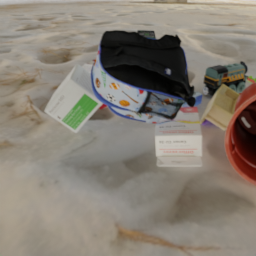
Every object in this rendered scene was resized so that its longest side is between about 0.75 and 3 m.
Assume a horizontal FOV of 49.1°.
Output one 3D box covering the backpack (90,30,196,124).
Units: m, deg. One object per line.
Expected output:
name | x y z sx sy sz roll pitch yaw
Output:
backpack | 0.281 -1.572 8.346 2.748 2.223 2.885 15 46 -20

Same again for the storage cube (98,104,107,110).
storage cube | -1.142 -1.581 11.672 1.251 1.125 1.070 24 38 36

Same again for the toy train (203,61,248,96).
toy train | 4.342 -2.143 12.375 2.401 1.368 1.023 -16 35 -24

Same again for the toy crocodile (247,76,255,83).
toy crocodile | 6.103 -2.353 13.816 0.254 0.278 0.824 -13 33 -17

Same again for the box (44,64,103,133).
box | -1.809 -1.054 9.876 1.369 1.591 1.598 37 23 -19

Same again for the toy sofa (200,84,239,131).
toy sofa | 3.526 -0.712 10.639 0.876 1.033 2.116 33 37 6

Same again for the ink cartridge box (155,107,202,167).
ink cartridge box | 1.575 0.206 8.823 1.391 0.806 2.388 -2 30 9

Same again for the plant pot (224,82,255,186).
plant pot | 4.191 -0.128 7.935 2.793 2.793 2.716 9 24 15

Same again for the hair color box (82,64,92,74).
hair color box | -1.052 -2.433 13.413 2.601 0.843 1.422 4 29 11

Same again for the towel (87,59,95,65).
towel | -1.172 -3.422 15.627 2.077 0.328 2.883 15 35 20

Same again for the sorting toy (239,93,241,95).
sorting toy | 5.670 -1.206 11.418 2.710 0.363 2.019 -10 26 -9

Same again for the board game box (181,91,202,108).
board game box | 1.438 -1.302 11.744 2.303 0.502 2.314 -21 37 -29

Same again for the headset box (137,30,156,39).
headset box | 0.945 -4.148 15.297 1.003 1.882 2.162 2 32 1
